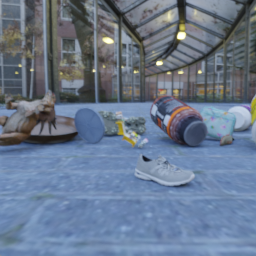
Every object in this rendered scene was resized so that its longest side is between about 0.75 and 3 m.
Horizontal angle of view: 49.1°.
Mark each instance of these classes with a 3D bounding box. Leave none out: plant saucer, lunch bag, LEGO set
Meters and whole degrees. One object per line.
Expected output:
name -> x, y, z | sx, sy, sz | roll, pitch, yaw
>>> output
plant saucer -> -2.877, 0.028, 9.750 | 2.680, 0.430, 2.680 | 4, 15, -1
lunch bag -> 2.974, -0.173, 9.530 | 1.254, 1.006, 0.484 | 17, 4, 27
LEGO set -> 0.036, 0.041, 8.133 | 0.578, 1.256, 0.468 | -35, 8, 41

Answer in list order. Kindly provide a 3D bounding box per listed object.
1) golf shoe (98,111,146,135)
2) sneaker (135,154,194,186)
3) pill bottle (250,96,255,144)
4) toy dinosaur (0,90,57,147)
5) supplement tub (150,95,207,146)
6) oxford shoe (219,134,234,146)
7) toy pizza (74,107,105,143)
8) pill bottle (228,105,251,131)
golf shoe -> -0.466, -0.085, 10.788 | 2.250, 0.881, 1.094 | 10, -9, -12
sneaker -> 0.617, 0.738, 5.039 | 1.156, 0.474, 0.432 | 5, 8, 31
pill bottle -> 4.240, -0.383, 8.116 | 1.269, 1.269, 2.257 | 3, 32, 21
toy dinosaur -> -2.946, -0.086, 7.854 | 2.504, 1.075, 1.697 | -40, -18, -9
supplement tub -> 1.615, -0.233, 9.022 | 1.189, 1.189, 2.223 | -2, 22, -18
oxford shoe -> 3.078, 0.393, 8.697 | 0.295, 0.277, 0.788 | 25, 31, 31
toy pizza -> -1.194, -0.100, 8.815 | 1.202, 1.202, 0.190 | 4, 20, 31
pill bottle -> 4.875, -0.429, 12.177 | 1.051, 1.051, 1.869 | 5, 8, 34
